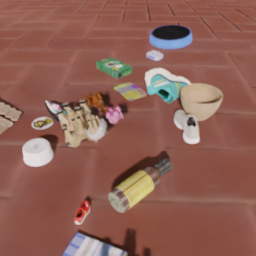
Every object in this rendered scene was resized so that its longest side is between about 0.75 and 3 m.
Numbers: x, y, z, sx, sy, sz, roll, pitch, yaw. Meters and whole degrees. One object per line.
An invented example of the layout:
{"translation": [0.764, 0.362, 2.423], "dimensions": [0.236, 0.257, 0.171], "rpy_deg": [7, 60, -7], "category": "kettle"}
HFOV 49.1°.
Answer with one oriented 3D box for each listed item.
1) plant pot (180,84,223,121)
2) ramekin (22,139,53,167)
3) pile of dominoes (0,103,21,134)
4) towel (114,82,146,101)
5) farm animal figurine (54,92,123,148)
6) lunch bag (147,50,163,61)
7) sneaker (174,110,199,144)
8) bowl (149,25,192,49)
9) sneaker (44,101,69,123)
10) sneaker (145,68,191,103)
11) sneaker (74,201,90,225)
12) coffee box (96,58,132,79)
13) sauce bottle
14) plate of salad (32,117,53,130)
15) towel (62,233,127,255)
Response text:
{"translation": [2.977, -0.958, 11.663], "dimensions": [1.672, 1.122, 1.672], "rpy_deg": [-1, 36, 0], "category": "plant pot"}
{"translation": [-3.172, 0.823, 9.793], "dimensions": [1.024, 0.499, 1.024], "rpy_deg": [0, 37, 0], "category": "ramekin"}
{"translation": [-5.894, -0.419, 11.775], "dimensions": [2.544, 0.405, 1.983], "rpy_deg": [24, 41, 16], "category": "pile of dominoes"}
{"translation": [0.085, -1.757, 13.551], "dimensions": [1.059, 0.168, 1.475], "rpy_deg": [-22, 41, -26], "category": "towel"}
{"translation": [-1.371, -0.115, 10.213], "dimensions": [2.191, 1.364, 2.713], "rpy_deg": [-25, 30, -11], "category": "farm animal figurine"}
{"translation": [1.580, -4.342, 16.876], "dimensions": [0.940, 0.355, 0.753], "rpy_deg": [30, 48, 32], "category": "lunch bag"}
{"translation": [2.341, -0.274, 10.942], "dimensions": [0.732, 0.889, 1.932], "rpy_deg": [-6, 37, -9], "category": "sneaker"}
{"translation": [2.877, -6.223, 18.982], "dimensions": [2.885, 0.566, 2.885], "rpy_deg": [-3, 41, 3], "category": "bowl"}
{"translation": [-2.937, -0.851, 11.953], "dimensions": [0.838, 0.581, 1.389], "rpy_deg": [-30, 53, -27], "category": "sneaker"}
{"translation": [1.802, -1.629, 12.217], "dimensions": [2.936, 1.169, 1.138], "rpy_deg": [10, -17, -40], "category": "sneaker"}
{"translation": [-1.282, 2.340, 7.892], "dimensions": [0.297, 0.328, 0.772], "rpy_deg": [8, 37, 10], "category": "sneaker"}
{"translation": [-0.776, -3.319, 15.437], "dimensions": [1.148, 0.411, 1.867], "rpy_deg": [-29, 46, -33], "category": "coffee box"}
{"translation": [0.462, 1.658, 8.479], "dimensions": [2.287, 0.740, 0.740], "rpy_deg": [-28, 45, -33], "category": "sauce bottle"}
{"translation": [-3.507, -0.225, 11.450], "dimensions": [0.854, 0.205, 0.854], "rpy_deg": [0, 37, 0], "category": "plate of salad"}
{"translation": [-0.885, 3.236, 6.818], "dimensions": [1.509, 0.180, 1.108], "rpy_deg": [15, 38, 19], "category": "towel"}
